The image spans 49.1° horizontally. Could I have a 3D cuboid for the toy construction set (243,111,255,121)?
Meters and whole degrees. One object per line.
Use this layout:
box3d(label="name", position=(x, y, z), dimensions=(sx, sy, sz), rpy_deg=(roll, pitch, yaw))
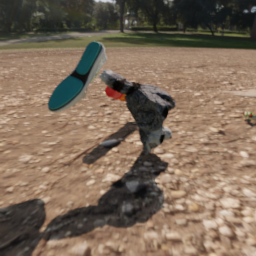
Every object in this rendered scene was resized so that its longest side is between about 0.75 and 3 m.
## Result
box3d(label="toy construction set", position=(5.181, -0.504, 11.346), dimensions=(1.030, 0.475, 0.675), rpy_deg=(4, 44, 33))

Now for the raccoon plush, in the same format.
box3d(label="raccoon plush", position=(0.196, -0.457, 8.413), dimensions=(2.638, 1.767, 1.276), rpy_deg=(32, 30, 11))

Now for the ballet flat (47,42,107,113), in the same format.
box3d(label="ballet flat", position=(-1.317, -1.309, 7.935), dimensions=(0.826, 2.379, 0.826), rpy_deg=(32, -8, 5))

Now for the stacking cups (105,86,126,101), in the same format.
box3d(label="stacking cups", position=(-0.038, -1.354, 10.804), dimensions=(0.720, 0.720, 2.380), rpy_deg=(11, 3, 27))
